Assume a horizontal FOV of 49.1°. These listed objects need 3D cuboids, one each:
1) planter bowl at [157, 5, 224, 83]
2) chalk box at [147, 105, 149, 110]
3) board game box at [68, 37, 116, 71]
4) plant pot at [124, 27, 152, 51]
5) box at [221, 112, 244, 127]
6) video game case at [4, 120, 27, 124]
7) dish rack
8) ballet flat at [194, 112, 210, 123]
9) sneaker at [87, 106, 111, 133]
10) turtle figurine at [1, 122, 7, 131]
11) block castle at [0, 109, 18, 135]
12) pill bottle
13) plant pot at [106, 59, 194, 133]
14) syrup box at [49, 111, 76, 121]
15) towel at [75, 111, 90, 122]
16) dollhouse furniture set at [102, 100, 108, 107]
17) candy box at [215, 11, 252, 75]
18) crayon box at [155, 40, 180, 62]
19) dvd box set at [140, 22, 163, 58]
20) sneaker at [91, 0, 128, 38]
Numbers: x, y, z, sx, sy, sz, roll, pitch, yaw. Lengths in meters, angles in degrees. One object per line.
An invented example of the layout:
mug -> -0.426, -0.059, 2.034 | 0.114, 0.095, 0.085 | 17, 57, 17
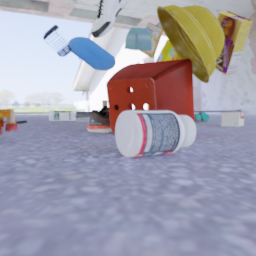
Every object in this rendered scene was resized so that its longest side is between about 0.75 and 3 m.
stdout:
planter bowl -> 2.084, -2.776, 8.466 | 1.135, 2.726, 2.726 | -34, 1, 6
chalk box -> 1.954, -0.852, 14.915 | 1.254, 1.263, 2.023 | -1, 3, -18
board game box -> -1.900, -3.596, 14.216 | 2.551, 0.497, 2.015 | 37, 41, 2
plant pot -> 0.409, -3.562, 11.208 | 0.847, 0.865, 0.849 | -10, 23, -32
box -> 4.675, -0.389, 12.528 | 0.756, 0.644, 1.182 | 2, 5, 32
video game case -> -6.229, -0.309, 15.073 | 1.115, 0.157, 1.234 | 0, 4, 1
dish rack -> -3.255, -3.984, 13.065 | 1.027, 1.340, 0.365 | -18, 36, 40
ballet flat -> 4.132, -0.590, 16.435 | 0.626, 0.626, 1.740 | 3, 4, 42
sneaker -> -0.602, -0.326, 9.716 | 0.840, 0.893, 2.181 | 2, 4, 24
turtle figurine -> -5.493, -0.473, 9.493 | 2.068, 1.391, 2.762 | 2, 10, 30
block castle -> -3.611, -0.037, 6.698 | 1.626, 0.763, 1.087 | -2, 7, 6
pill bottle -> 0.492, 0.080, 4.732 | 1.263, 0.755, 0.755 | -2, 4, -30
plant pot -> 0.586, -0.810, 8.624 | 2.317, 2.315, 2.042 | 2, 16, 30
syrup box -> -4.350, -0.807, 18.598 | 1.713, 0.674, 0.697 | 1, 4, 16
towel -> -2.487, -0.694, 17.089 | 1.532, 0.655, 1.268 | -1, 3, -9
dollhouse furniture set -> -1.434, -1.231, 19.815 | 1.135, 1.432, 1.017 | -3, 0, -17
candy box -> 3.169, -2.690, 8.959 | 0.489, 1.730, 1.009 | -14, 42, -25
crayon box -> 1.929, -2.994, 12.926 | 0.671, 1.678, 2.643 | 22, 21, -14
dvd box set -> 1.024, -3.976, 12.732 | 0.196, 1.332, 0.975 | -7, 36, -41
sneaker -> -0.695, -3.574, 8.517 | 0.687, 1.862, 0.745 | 10, -20, 47
